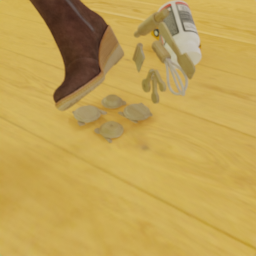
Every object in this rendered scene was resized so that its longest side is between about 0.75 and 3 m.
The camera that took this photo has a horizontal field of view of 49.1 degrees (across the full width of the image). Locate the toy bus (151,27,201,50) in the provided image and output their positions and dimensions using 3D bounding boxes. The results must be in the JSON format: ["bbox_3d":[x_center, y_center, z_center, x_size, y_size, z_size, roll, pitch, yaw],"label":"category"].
[{"bbox_3d":[2.112,-3.876,12.738,0.801,0.963,2.460,-29,48,-28],"label":"toy bus"}]

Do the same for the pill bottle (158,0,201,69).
[{"bbox_3d":[1.605,-2.916,8.856,1.123,1.123,1.939,-7,68,-8],"label":"pill bottle"}]

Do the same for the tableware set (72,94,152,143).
[{"bbox_3d":[-0.523,-0.449,9.202,2.334,0.271,1.950,-32,51,-33],"label":"tableware set"}]

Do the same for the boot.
[{"bbox_3d":[-1.432,-1.928,6.223,1.038,2.386,2.869,-28,22,42],"label":"boot"}]

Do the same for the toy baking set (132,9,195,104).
[{"bbox_3d":[0.769,-1.644,6.532,0.308,2.034,2.650,-15,2,-20],"label":"toy baking set"}]
